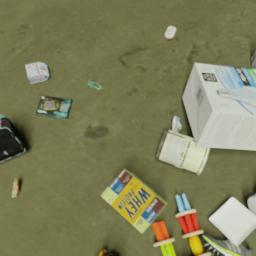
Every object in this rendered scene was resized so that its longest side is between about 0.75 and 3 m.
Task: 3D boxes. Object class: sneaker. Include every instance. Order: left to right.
[{"bbox_3d":[2.064,-0.009,11.894,0.471,0.426,1.107,9,65,0],"label":"sneaker"},{"bbox_3d":[3.452,4.167,9.774,1.933,0.714,0.782,27,57,7],"label":"sneaker"}]

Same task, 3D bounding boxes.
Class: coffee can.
[{"bbox_3d":[2.101,0.927,10.924,1.784,1.306,1.306,19,66,9],"label":"coffee can"}]

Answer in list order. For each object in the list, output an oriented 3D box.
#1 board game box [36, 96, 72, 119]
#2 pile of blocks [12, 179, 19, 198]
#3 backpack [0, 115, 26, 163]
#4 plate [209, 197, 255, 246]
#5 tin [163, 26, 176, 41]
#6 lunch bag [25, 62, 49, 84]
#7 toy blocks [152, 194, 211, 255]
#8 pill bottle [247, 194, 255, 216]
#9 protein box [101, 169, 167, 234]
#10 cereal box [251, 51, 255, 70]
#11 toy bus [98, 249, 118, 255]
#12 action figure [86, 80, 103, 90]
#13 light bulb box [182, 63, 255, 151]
[{"bbox_3d":[-3.287,-0.912,12.445,1.421,0.200,0.961,7,64,3],"label":"board game box"},{"bbox_3d":[-4.298,2.325,10.764,0.234,0.310,0.754,9,99,-14],"label":"pile of blocks"},{"bbox_3d":[-5.241,0.540,10.929,1.932,1.715,1.455,-28,45,-8],"label":"backpack"},{"bbox_3d":[3.782,3.319,9.970,1.276,0.206,1.273,-39,49,-10],"label":"plate"},{"bbox_3d":[2.163,-4.857,14.393,0.525,0.196,0.937,22,66,6],"label":"tin"},{"bbox_3d":[-4.224,-2.607,13.061,0.945,0.601,0.801,-14,67,-12],"label":"lunch bag"},{"bbox_3d":[1.676,3.583,9.906,1.833,0.798,2.199,-13,65,-7],"label":"toy blocks"},{"bbox_3d":[5.880,2.442,10.013,2.892,1.623,1.623,-23,66,-11],"label":"pill bottle"},{"bbox_3d":[0.282,2.515,9.773,1.779,1.766,1.200,38,85,17],"label":"protein box"},{"bbox_3d":[6.067,-2.691,12.467,0.474,1.727,2.401,7,65,4],"label":"cereal box"},{"bbox_3d":[-0.650,5.186,8.851,1.880,1.276,1.805,42,86,1],"label":"toy bus"},{"bbox_3d":[-1.513,-1.943,12.960,0.768,0.210,0.453,24,63,7],"label":"action figure"},{"bbox_3d":[3.985,-0.821,10.830,2.974,1.856,2.948,4,45,-8],"label":"light bulb box"}]
